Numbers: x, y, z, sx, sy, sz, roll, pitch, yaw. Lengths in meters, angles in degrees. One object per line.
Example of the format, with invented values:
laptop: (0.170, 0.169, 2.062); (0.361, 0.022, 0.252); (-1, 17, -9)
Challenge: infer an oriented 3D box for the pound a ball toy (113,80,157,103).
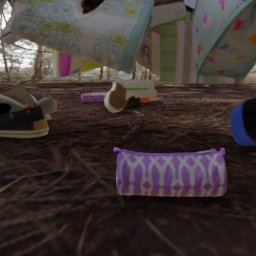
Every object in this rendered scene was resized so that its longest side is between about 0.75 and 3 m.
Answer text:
pound a ball toy: (0.405, -1.673, 14.355); (2.396, 1.018, 1.562); (-1, -14, -4)

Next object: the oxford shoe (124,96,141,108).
oxford shoe: (0.079, -1.163, 12.456); (0.444, 0.516, 1.223); (13, 19, 42)

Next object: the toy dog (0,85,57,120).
toy dog: (-3.409, -0.829, 8.424); (2.319, 1.117, 1.529); (-5, -7, -23)

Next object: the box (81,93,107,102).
box: (-1.565, -1.670, 15.162); (1.876, 0.367, 1.283); (-3, 12, -13)

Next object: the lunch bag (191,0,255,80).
lunch bag: (2.066, -2.268, 5.282); (1.305, 1.823, 2.140); (5, -30, -6)

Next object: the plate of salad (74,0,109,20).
plate of salad: (-0.267, -1.460, 2.668); (0.221, 0.919, 0.919); (29, -10, -39)

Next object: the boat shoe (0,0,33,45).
boat shoe: (-2.365, -2.877, 6.341); (0.891, 1.028, 2.412); (-9, 43, 28)

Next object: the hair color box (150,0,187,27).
hair color box: (0.313, -2.677, 6.055); (1.705, 0.945, 0.545); (-14, 35, 15)

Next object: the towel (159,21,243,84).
towel: (2.091, -2.140, 7.967); (2.406, 1.795, 0.369); (2, 17, 12)

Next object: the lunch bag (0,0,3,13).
lunch bag: (-3.951, -2.366, 6.622); (1.417, 2.409, 1.976); (16, -26, -28)

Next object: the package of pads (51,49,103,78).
package of pads: (-1.662, -2.762, 9.922); (1.992, 0.879, 2.579); (-18, -7, -17)

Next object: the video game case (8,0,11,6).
video game case: (-2.734, -3.747, 8.587); (1.578, 0.201, 1.426); (-28, -9, -13)

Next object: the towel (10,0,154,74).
towel: (-0.576, -1.814, 4.694); (1.841, 0.518, 2.150); (16, 45, 1)

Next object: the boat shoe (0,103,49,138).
boat shoe: (-3.349, -0.230, 7.242); (2.688, 0.837, 1.003); (1, 13, 13)

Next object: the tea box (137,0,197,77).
tea box: (1.357, -3.226, 9.694); (1.381, 2.066, 2.033); (38, 72, 23)

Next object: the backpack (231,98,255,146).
backpack: (2.886, -0.055, 6.013); (1.307, 1.062, 1.096); (-2, -16, -7)

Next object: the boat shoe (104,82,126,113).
boat shoe: (-0.597, -1.113, 11.702); (0.843, 0.825, 2.380); (42, 23, -13)

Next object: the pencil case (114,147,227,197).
pencil case: (0.572, 0.590, 3.769); (1.519, 0.649, 0.637); (-1, 14, -1)
